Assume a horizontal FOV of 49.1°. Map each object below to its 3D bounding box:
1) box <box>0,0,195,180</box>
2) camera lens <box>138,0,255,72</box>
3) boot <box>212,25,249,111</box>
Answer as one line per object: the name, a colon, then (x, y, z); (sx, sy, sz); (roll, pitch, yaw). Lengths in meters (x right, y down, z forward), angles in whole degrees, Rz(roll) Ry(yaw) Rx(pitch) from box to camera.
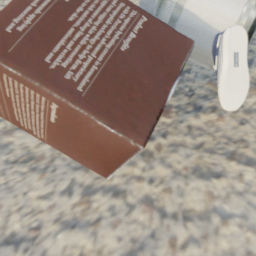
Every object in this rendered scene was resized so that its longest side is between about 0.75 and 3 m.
box: (-0.831, -0.933, 5.409); (2.928, 2.405, 2.429); (32, 62, -4)
camera lens: (1.904, -3.035, 7.594); (2.879, 2.303, 2.303); (27, 46, 6)
boot: (1.935, -1.123, 5.439); (0.565, 1.553, 0.701); (2, 7, -7)
